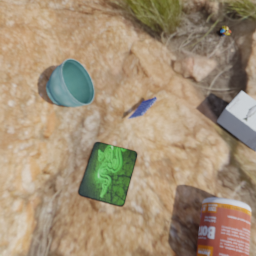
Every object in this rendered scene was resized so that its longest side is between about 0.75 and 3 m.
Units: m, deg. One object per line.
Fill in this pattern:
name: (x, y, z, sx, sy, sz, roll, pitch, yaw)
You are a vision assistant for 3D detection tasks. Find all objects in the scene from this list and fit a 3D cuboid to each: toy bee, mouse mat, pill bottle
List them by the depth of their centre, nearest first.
pill bottle: (2.920, 3.668, 8.646, 1.522, 1.522, 2.713, 12, 66, 5)
mouse mat: (-0.720, 1.661, 10.363, 1.760, 0.082, 2.188, 13, 65, 6)
toy bee: (4.518, -4.391, 12.892, 0.545, 0.452, 0.832, 18, 68, -41)

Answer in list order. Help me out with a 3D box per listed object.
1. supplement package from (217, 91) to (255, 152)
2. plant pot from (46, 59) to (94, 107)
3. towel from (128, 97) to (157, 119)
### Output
supplement package: (4.598, -0.229, 10.631, 1.927, 1.130, 1.126, 41, 72, 16)
plant pot: (-2.391, -1.599, 11.005, 1.252, 1.869, 1.869, -18, 62, 27)
towel: (0.557, -0.781, 10.964, 0.141, 0.853, 1.179, 55, 53, -18)
